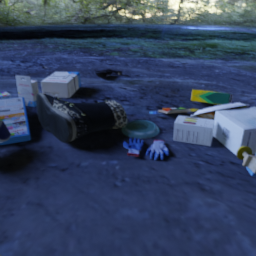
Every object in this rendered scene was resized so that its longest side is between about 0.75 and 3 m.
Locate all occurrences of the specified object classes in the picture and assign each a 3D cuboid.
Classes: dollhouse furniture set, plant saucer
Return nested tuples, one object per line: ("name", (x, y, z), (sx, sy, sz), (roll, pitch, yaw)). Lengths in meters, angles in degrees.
("dollhouse furniture set", (4.219, -0.096, 6.857), (2.677, 2.527, 1.747), (11, 25, -4))
("plant saucer", (0.418, 0.006, 9.421), (1.276, 0.175, 1.276), (1, 25, 0))

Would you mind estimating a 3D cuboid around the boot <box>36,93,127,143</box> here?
("boot", (-1.694, -0.518, 9.572), (2.289, 1.094, 3.031), (-12, 29, -33))

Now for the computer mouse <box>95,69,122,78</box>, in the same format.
("computer mouse", (-1.037, -2.966, 15.571), (1.157, 0.379, 1.648), (13, 21, 22))

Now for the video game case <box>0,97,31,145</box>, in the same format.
("video game case", (-4.438, -0.255, 9.452), (1.960, 0.244, 2.739), (-9, 34, -19))

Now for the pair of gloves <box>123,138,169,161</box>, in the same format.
("pair of gloves", (0.504, 0.600, 8.187), (1.359, 0.155, 1.092), (4, 24, 6))

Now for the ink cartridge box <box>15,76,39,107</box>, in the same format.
("ink cartridge box", (-4.075, -1.543, 11.413), (0.730, 1.268, 0.430), (8, 27, 16))

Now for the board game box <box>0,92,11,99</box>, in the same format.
("board game box", (-5.229, -0.968, 10.959), (1.165, 0.611, 0.600), (-18, 30, -35))

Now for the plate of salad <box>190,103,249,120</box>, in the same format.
("plate of salad", (3.170, -0.497, 9.696), (1.993, 0.479, 1.993), (-10, -3, -1))

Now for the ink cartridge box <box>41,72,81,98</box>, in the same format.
("ink cartridge box", (-3.094, -2.044, 13.097), (1.285, 0.742, 1.761), (3, 25, 7))

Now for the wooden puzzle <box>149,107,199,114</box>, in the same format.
("wooden puzzle", (1.708, -0.656, 10.417), (1.605, 0.188, 1.082), (-6, 6, -22))

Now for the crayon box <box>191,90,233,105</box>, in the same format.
("crayon box", (3.348, -1.202, 11.097), (1.398, 0.472, 1.620), (12, 9, 22))

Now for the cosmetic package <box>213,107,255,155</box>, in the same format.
("cosmetic package", (3.599, 0.061, 8.447), (1.463, 0.899, 1.458), (-5, 26, -14))

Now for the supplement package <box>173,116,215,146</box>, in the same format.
("supplement package", (2.043, 0.079, 8.715), (1.148, 0.629, 0.653), (8, 26, 18))

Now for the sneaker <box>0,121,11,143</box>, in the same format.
("sneaker", (-4.120, 0.378, 7.718), (0.970, 0.679, 1.680), (-16, 18, 18))
